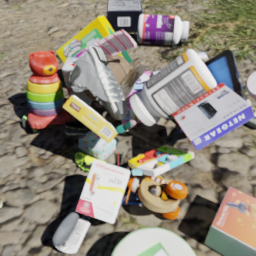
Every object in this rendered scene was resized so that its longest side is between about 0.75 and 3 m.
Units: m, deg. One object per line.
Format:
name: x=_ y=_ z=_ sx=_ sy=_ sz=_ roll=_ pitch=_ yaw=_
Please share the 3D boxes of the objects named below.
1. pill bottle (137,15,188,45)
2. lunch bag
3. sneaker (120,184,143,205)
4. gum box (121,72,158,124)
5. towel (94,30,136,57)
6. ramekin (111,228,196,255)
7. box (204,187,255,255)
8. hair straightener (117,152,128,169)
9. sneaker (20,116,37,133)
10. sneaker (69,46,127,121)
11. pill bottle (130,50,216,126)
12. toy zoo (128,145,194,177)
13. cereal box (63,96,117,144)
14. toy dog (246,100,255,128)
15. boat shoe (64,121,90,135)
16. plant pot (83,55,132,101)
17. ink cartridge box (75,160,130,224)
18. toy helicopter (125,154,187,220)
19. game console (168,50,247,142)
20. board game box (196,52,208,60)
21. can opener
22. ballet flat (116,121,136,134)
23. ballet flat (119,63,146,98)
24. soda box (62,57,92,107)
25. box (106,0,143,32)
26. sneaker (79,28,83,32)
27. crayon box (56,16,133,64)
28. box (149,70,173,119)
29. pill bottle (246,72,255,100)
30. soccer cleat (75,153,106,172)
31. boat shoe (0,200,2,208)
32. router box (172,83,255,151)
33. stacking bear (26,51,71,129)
pill bottle: x=1.959 y=-5.574 z=15.983 sx=2.804 sy=1.577 sz=1.577 roll=4 pitch=43 yaw=5
lunch bag: x=-1.119 y=0.564 z=10.130 sx=1.259 sy=0.485 sz=1.010 roll=28 pitch=44 yaw=26
sneaker: x=0.097 y=1.945 z=8.542 sx=1.734 sy=0.675 sz=0.608 roll=-7 pitch=43 yaw=-7
gum box: x=0.346 y=-1.393 z=11.976 sx=1.516 sy=0.883 sz=2.671 roll=-4 pitch=43 yaw=-4
towel: x=-0.419 y=-2.734 z=9.232 sx=1.175 sy=0.859 sz=0.176 roll=-16 pitch=65 yaw=27
ramekin: x=0.582 y=3.521 z=6.490 sx=2.346 sy=1.146 sz=2.346 roll=0 pitch=43 yaw=0
box: x=3.262 y=2.769 z=7.393 sx=1.939 sy=1.031 sz=1.477 roll=24 pitch=48 yaw=23
hair straightener: x=-0.187 y=1.224 z=9.667 sx=0.381 sy=0.203 sz=0.991 roll=0 pitch=43 yaw=0
sneaker: x=-3.918 y=-0.072 z=11.035 sx=0.924 sy=0.354 sz=0.387 roll=39 pitch=86 yaw=29
sneaker: x=-1.101 y=-1.228 z=9.187 sx=1.495 sy=0.971 sz=2.588 roll=-26 pitch=79 yaw=21
pill bottle: x=1.471 y=-1.283 z=9.618 sx=2.696 sy=1.569 sz=1.569 roll=-34 pitch=37 yaw=23
toy zoo: x=0.861 y=0.981 z=8.295 sx=1.860 sy=0.190 sz=1.220 roll=-19 pitch=18 yaw=-31
cereal box: x=-1.233 y=-0.351 z=9.106 sx=1.721 sy=2.392 sz=0.473 roll=39 pitch=90 yaw=-10
toy dog: x=4.340 y=-0.760 z=11.185 sx=2.158 sy=1.039 sz=1.423 roll=7 pitch=43 yaw=7
boat shoe: x=-1.719 y=-0.037 z=10.837 sx=1.497 sy=0.451 sz=0.534 roll=-5 pitch=45 yaw=-5
plant pot: x=-0.873 y=-1.732 z=10.352 sx=1.711 sy=1.711 sz=1.493 roll=28 pitch=40 yaw=27
ink cartridge box: x=-0.673 y=1.746 z=7.771 sx=1.077 sy=0.619 sz=1.484 roll=17 pitch=75 yaw=5
toy helicopter: x=0.610 y=1.613 z=8.584 sx=1.657 sy=0.989 sz=2.506 roll=5 pitch=28 yaw=-16
game console: x=2.446 y=-1.006 z=9.816 sx=2.409 sy=2.823 sz=1.670 roll=-43 pitch=99 yaw=-29
board game box: x=3.795 y=-3.901 z=15.220 sx=0.899 sy=0.156 sz=0.568 roll=-3 pitch=43 yaw=-3
can opener: x=-1.269 y=2.330 z=8.037 sx=0.686 sy=0.866 sz=2.605 roll=23 pitch=42 yaw=4
ballet flat: x=-0.053 y=-0.020 z=9.781 sx=0.325 sy=0.912 sz=0.315 roll=-5 pitch=72 yaw=-42
ballet flat: x=0.009 y=-1.659 z=10.036 sx=1.639 sy=0.552 sz=0.380 roll=-52 pitch=50 yaw=4
soda box: x=-1.950 y=-1.665 z=11.024 sx=0.775 sy=2.269 sz=0.720 roll=10 pitch=57 yaw=6
box: x=-0.218 y=-7.169 z=17.835 sx=2.226 sy=1.372 sz=2.208 roll=-1 pitch=43 yaw=-1
sneaker: x=-2.633 y=-4.798 z=15.409 sx=1.033 sy=1.208 sz=2.915 roll=19 pitch=46 yaw=22
crayon box: x=-1.455 y=-3.044 z=11.931 sx=2.554 sy=2.203 sz=0.744 roll=-27 pitch=13 yaw=30
box: x=1.969 y=-1.550 z=11.659 sx=1.565 sy=0.413 sz=2.007 roll=-23 pitch=85 yaw=-28
pill bottle: x=4.616 y=-1.386 z=9.416 sx=1.066 sy=1.066 sz=1.960 roll=32 pitch=18 yaw=30
soccer cleat: x=-1.165 y=1.251 z=9.544 sx=1.522 sy=0.492 sz=0.637 roll=23 pitch=22 yaw=28
boat shoe: x=-4.732 y=1.921 z=8.644 sx=1.958 sy=0.613 sz=0.716 roll=21 pitch=48 yaw=23
router box: x=2.410 y=-0.376 z=8.229 sx=1.848 sy=0.451 sz=1.659 roll=-32 pitch=31 yaw=7
stacking bear: x=-3.126 y=-1.537 z=10.549 sx=1.607 sy=2.646 sz=1.505 roll=-14 pitch=33 yaw=-31
